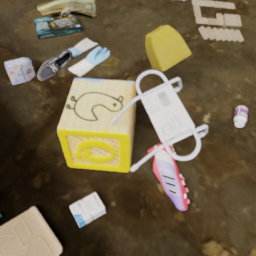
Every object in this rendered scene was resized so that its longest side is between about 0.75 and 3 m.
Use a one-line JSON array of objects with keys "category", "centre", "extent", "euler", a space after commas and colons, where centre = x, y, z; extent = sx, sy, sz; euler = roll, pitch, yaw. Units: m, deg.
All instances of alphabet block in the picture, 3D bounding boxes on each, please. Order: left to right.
[{"category": "alphabet block", "centre": [-0.964, -0.082, 10.168], "extent": [2.400, 2.413, 2.458], "euler": [3, 51, 4]}]

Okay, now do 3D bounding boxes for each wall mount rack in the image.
[{"category": "wall mount rack", "centre": [0.699, -0.099, 7.306], "extent": [2.254, 0.967, 2.594], "euler": [-26, 68, 4]}]

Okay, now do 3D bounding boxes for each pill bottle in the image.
[{"category": "pill bottle", "centre": [4.689, -0.451, 11.693], "extent": [0.506, 0.506, 0.901], "euler": [16, 53, 13]}]

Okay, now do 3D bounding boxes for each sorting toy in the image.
[{"category": "sorting toy", "centre": [-3.551, 3.382, 8.659], "extent": [2.002, 0.399, 2.708], "euler": [-32, 57, -26]}]

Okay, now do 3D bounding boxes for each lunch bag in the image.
[{"category": "lunch bag", "centre": [-5.059, -2.685, 13.187], "extent": [1.166, 0.989, 0.741], "euler": [-20, 51, -17]}]

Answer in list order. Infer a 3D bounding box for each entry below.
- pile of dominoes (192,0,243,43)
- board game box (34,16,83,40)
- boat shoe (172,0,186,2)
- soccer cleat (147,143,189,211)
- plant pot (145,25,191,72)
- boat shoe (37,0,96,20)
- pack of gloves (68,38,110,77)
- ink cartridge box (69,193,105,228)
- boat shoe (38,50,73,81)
[{"category": "pile of dominoes", "centre": [3.505, -4.151, 11.084], "extent": [2.161, 0.344, 1.685], "euler": [-4, 81, -20]}, {"category": "board game box", "centre": [-4.069, -5.922, 16.231], "extent": [2.532, 0.357, 1.713], "euler": [-14, 52, -11]}, {"category": "boat shoe", "centre": [1.940, -4.809, 10.265], "extent": [0.826, 0.304, 0.276], "euler": [-19, 14, -21]}, {"category": "soccer cleat", "centre": [1.387, 1.697, 9.824], "extent": [1.020, 0.890, 2.668], "euler": [-19, 52, 11]}, {"category": "plant pot", "centre": [1.335, -3.038, 10.429], "extent": [1.271, 1.309, 1.279], "euler": [-32, 23, -2]}, {"category": "boat shoe", "centre": [-2.305, -4.645, 11.089], "extent": [0.998, 0.860, 2.735], "euler": [7, 27, 34]}, {"category": "pack of gloves", "centre": [-2.334, -3.865, 14.479], "extent": [2.117, 0.497, 2.519], "euler": [34, 58, 23]}, {"category": "ink cartridge box", "centre": [-1.322, 2.686, 9.196], "extent": [0.974, 0.412, 0.704], "euler": [-26, 56, -18]}, {"category": "boat shoe", "centre": [-2.581, -2.216, 9.871], "extent": [1.509, 0.548, 0.473], "euler": [-41, 20, -5]}]
